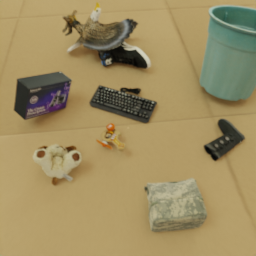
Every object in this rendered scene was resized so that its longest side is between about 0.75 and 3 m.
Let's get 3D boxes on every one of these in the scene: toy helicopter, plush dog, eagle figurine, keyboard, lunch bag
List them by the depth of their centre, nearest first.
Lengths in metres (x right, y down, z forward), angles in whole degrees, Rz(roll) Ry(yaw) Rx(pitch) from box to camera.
[{"bbox_3d":[1.220,1.960,7.361,1.471,1.025,1.234,-5,52,-4],"label":"lunch bag"},{"bbox_3d":[-2.133,0.946,8.394,1.357,1.089,1.166,5,31,-16],"label":"plush dog"},{"bbox_3d":[-0.495,0.412,8.816,0.769,0.458,1.162,-35,43,-16],"label":"toy helicopter"},{"bbox_3d":[-0.122,-1.047,10.247,2.314,0.297,1.389,18,57,13],"label":"keyboard"},{"bbox_3d":[-1.199,-4.068,11.674,2.904,2.192,2.204,18,72,-4],"label":"eagle figurine"}]

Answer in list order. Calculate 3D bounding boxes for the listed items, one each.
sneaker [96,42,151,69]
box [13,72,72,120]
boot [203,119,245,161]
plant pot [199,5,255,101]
[{"bbox_3d":[-0.328,-2.806,11.474,1.345,0.879,2.405,-41,61,-17],"label":"sneaker"},{"bbox_3d":[-2.835,-1.111,9.367,0.682,1.221,1.731,35,36,24],"label":"box"},{"bbox_3d":[2.947,0.356,9.100,1.316,0.432,1.085,-32,56,-18],"label":"boot"},{"bbox_3d":[3.794,-2.526,9.785,2.655,2.600,2.655,4,39,-3],"label":"plant pot"}]
